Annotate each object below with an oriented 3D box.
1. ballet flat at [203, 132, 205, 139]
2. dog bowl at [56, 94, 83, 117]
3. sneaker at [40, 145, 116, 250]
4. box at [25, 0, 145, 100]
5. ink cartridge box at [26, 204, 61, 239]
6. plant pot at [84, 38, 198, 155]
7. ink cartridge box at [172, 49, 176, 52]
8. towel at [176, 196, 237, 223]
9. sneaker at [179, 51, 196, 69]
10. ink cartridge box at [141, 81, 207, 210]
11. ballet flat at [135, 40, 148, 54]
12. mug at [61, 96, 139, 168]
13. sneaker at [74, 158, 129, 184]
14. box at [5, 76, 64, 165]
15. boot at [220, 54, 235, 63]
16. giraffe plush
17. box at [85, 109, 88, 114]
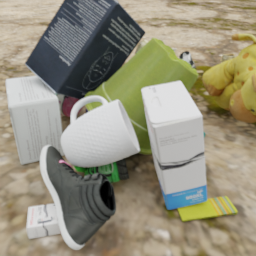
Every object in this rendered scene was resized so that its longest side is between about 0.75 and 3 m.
[{"bbox_3d":[1.787,0.308,8.160,1.107,0.376,0.379,-23,31,-35],"label":"ballet flat"},{"bbox_3d":[-1.895,-0.880,9.341,0.437,1.185,1.185,27,40,22],"label":"dog bowl"},{"bbox_3d":[-0.972,1.069,5.617,1.145,0.816,2.309,-35,56,7],"label":"sneaker"},{"bbox_3d":[-1.111,-2.237,7.805,1.442,2.694,2.000,41,12,20],"label":"box"},{"bbox_3d":[-1.621,1.864,5.697,0.797,0.338,0.580,-7,31,-10],"label":"ink cartridge box"},{"bbox_3d":[0.510,-0.995,7.406,2.474,2.350,2.474,34,21,-15],"label":"plant pot"},{"bbox_3d":[0.949,-2.596,11.066,0.635,1.886,1.105,48,29,8],"label":"ink cartridge box"},{"bbox_3d":[1.689,1.766,6.107,1.231,0.111,0.530,-6,27,-7],"label":"towel"},{"bbox_3d":[2.543,-2.718,11.945,0.517,0.704,1.556,-19,37,13],"label":"sneaker"},{"bbox_3d":[0.991,0.358,6.110,0.949,2.253,1.629,-13,33,1],"label":"ink cartridge box"},{"bbox_3d":[0.644,-1.744,9.068,0.688,2.423,0.805,35,62,31],"label":"ballet flat"},{"bbox_3d":[-0.699,0.039,6.077,1.425,1.200,1.626,-22,67,6],"label":"mug"},{"bbox_3d":[-0.964,0.479,7.268,1.139,1.043,2.673,-17,33,-15],"label":"sneaker"},{"bbox_3d":[-2.591,-0.287,7.753,1.175,1.797,1.788,-11,34,-20],"label":"box"},{"bbox_3d":[3.960,-2.469,11.797,1.518,1.180,0.552,-24,39,-33],"label":"boot"},{"bbox_3d":[3.758,-1.111,8.189,2.548,2.953,2.394,13,46,-5],"label":"giraffe plush"},{"bbox_3d":[-0.682,-0.350,9.061,1.019,0.273,1.682,-12,23,-19],"label":"box"}]
